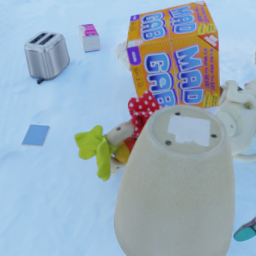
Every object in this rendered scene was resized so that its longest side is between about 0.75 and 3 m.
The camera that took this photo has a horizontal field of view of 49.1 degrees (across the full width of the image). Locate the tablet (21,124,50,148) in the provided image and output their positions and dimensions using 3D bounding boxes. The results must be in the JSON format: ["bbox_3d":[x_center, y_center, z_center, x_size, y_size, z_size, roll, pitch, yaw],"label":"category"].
[{"bbox_3d":[-2.609,0.220,7.955,0.613,0.064,0.943,5,38,-4],"label":"tablet"}]

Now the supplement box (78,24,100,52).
[{"bbox_3d":[-1.709,-3.934,12.185,0.688,0.702,1.359,-12,42,-12],"label":"supplement box"}]

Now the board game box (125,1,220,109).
[{"bbox_3d":[1.373,-2.096,8.545,2.340,2.340,2.342,-8,41,11],"label":"board game box"}]

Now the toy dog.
[{"bbox_3d":[3.028,-0.392,7.185,2.093,1.460,2.029,-41,70,1],"label":"toy dog"}]

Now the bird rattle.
[{"bbox_3d":[-0.064,0.241,6.555,2.212,1.803,1.246,-38,57,-12],"label":"bird rattle"}]

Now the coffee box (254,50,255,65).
[{"bbox_3d":[5.685,-3.128,10.968,1.111,1.099,1.109,13,43,14],"label":"coffee box"}]

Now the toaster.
[{"bbox_3d":[-3.016,-2.669,10.312,1.145,1.301,2.014,13,44,15],"label":"toaster"}]

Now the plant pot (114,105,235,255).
[{"bbox_3d":[0.921,0.983,5.194,2.495,2.664,2.495,0,41,0],"label":"plant pot"}]

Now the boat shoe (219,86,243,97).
[{"bbox_3d":[3.261,-1.105,9.191,1.295,0.466,0.440,-15,43,-16],"label":"boat shoe"}]

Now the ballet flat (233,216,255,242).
[{"bbox_3d":[2.312,1.829,5.210,0.278,0.803,0.286,45,22,-5],"label":"ballet flat"}]

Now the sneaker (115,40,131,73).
[{"bbox_3d":[1.036,-2.875,10.860,2.966,1.114,1.202,-19,56,-13],"label":"sneaker"}]
